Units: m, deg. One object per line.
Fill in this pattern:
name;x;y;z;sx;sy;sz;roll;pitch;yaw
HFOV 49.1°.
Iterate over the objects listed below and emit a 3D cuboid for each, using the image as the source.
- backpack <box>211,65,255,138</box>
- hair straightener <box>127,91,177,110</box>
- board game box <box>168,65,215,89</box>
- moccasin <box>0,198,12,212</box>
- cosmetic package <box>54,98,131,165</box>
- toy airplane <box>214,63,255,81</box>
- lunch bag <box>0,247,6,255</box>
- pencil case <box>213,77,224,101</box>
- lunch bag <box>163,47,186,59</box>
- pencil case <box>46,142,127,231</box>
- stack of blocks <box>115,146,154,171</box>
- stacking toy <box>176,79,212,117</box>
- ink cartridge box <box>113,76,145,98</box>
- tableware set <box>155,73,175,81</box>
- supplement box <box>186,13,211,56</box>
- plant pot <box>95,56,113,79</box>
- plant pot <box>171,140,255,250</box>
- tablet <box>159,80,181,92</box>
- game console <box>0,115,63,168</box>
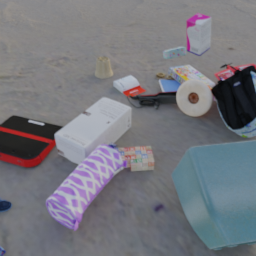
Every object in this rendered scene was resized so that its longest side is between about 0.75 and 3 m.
backpack;4.429;-0.825;10.707;1.958;1.846;2.401;-33;33;33
hair straightener;1.151;-1.249;12.450;2.403;0.492;0.925;2;39;3
board game box;3.080;-2.438;13.803;1.348;0.343;2.005;-13;43;-28
moccasin;-3.959;2.275;8.272;0.958;0.327;0.386;-2;39;-2
cosmetic package;-1.202;0.080;10.414;1.428;1.040;2.810;22;43;25
toy airplane;5.536;-2.414;13.658;2.558;0.470;2.558;1;46;-1
lunch bag;-3.709;3.273;7.085;0.661;0.413;0.878;24;57;25
pencil case;4.986;-1.272;12.102;2.622;1.100;1.121;27;9;28
lunch bag;1.849;-2.982;11.139;0.872;0.336;0.699;-14;17;-6
pencil case;-1.175;1.672;8.413;1.178;1.157;2.756;31;49;14
stack of blocks;0.163;1.075;9.678;1.368;0.401;0.788;-3;39;-4
stacking toy;3.218;-1.438;12.308;1.554;1.554;2.127;26;28;28
ink cartridge box;0.073;-2.017;13.534;1.063;0.314;1.328;-24;43;-27
tableware set;1.927;-2.662;14.400;1.048;0.210;0.692;21;43;23
supplement box;2.023;-2.673;8.046;0.516;0.999;0.506;-39;53;-20
plant pot;-1.280;-3.172;14.499;0.963;0.882;0.963;0;40;0
plant pot;2.656;1.859;7.333;2.265;2.259;2.307;-6;63;-7
tablet;2.478;-1.949;13.474;1.871;0.128;1.217;2;38;-9
game console;-3.984;0.431;10.560;2.589;0.402;2.290;13;36;14
